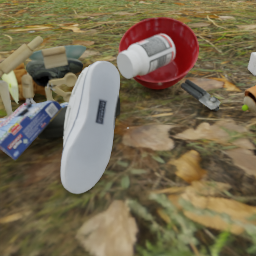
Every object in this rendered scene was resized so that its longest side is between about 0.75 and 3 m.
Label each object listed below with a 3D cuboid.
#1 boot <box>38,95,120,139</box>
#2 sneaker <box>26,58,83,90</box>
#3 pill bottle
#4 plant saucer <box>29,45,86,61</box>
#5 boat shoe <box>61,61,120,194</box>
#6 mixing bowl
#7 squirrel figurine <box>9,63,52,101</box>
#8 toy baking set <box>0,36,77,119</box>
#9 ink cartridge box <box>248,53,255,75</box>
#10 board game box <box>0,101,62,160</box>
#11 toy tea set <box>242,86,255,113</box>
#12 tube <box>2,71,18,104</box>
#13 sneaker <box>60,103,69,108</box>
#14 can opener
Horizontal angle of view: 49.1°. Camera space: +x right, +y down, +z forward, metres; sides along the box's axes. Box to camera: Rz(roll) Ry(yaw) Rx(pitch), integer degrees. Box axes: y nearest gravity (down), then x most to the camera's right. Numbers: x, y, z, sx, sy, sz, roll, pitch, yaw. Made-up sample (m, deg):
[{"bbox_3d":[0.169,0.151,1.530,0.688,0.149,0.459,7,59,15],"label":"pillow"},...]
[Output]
[{"bbox_3d":[-1.280,-0.603,8.027,1.889,1.058,2.731,-6,23,11],"label":"boot"},{"bbox_3d":[-2.205,-1.692,8.921,1.796,0.687,1.029,-11,56,-32],"label":"sneaker"},{"bbox_3d":[0.557,-2.218,8.734,1.690,0.979,0.979,-29,42,-27],"label":"pill bottle"},{"bbox_3d":[-2.840,-2.879,11.438,2.377,0.458,2.377,-10,9,2],"label":"plant saucer"},{"bbox_3d":[-0.893,-0.035,6.085,1.033,2.808,0.918,23,-12,-36],"label":"boat shoe"},{"bbox_3d":[1.047,-2.357,9.812,2.630,1.424,2.630,-2,67,5],"label":"mixing bowl"},{"bbox_3d":[-3.241,-1.309,9.264,1.324,1.004,1.418,21,51,12],"label":"squirrel figurine"},{"bbox_3d":[-2.487,-1.038,7.328,2.591,1.989,0.301,-37,35,-5],"label":"toy baking set"},{"bbox_3d":[5.471,-2.580,11.226,0.975,0.718,0.705,-1,33,-2],"label":"ink cartridge box"},{"bbox_3d":[-2.659,-0.043,6.653,1.665,0.514,1.666,-3,42,42],"label":"board game box"},{"bbox_3d":[3.733,-0.343,6.946,1.050,1.687,2.837,-32,7,-1],"label":"toy tea set"},{"bbox_3d":[-3.511,-1.359,8.377,0.393,0.440,1.515,-43,50,4],"label":"tube"},{"bbox_3d":[-2.024,-0.516,8.409,0.349,0.314,0.848,30,44,34],"label":"sneaker"},{"bbox_3d":[2.282,-0.998,8.879,0.375,0.470,1.407,-40,57,-10],"label":"can opener"}]
